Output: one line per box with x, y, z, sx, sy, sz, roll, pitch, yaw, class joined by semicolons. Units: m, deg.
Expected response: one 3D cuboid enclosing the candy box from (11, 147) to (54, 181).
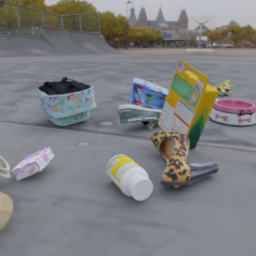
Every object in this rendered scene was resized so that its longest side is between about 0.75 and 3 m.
-2.299;0.865;6.833;0.706;0.301;0.841;-23;14;13;candy box

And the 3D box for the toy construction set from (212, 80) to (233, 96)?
5.194;-2.237;15.952;1.654;0.762;1.085;-10;43;-6;toy construction set

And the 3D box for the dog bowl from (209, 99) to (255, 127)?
4.216;-0.657;11.208;1.845;0.680;1.845;0;20;0;dog bowl

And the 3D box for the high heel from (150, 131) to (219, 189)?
0.869;0.666;6.987;1.640;0.822;2.301;-9;27;-35;high heel

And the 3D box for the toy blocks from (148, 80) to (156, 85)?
0.953;-2.380;16.644;1.082;0.791;1.583;-3;17;31;toy blocks

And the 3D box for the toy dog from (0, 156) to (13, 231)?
-3.280;1.056;5.037;1.418;1.942;2.944;-44;26;-9;toy dog

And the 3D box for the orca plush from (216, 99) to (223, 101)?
4.359;-0.964;12.889;0.722;0.488;1.372;-54;32;-10;orca plush

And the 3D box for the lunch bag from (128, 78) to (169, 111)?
1.547;-1.230;12.371;2.945;1.385;2.217;9;15;-3;lunch bag

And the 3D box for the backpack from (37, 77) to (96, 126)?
-2.303;-1.025;10.751;1.963;1.665;2.211;-17;18;-29;backpack

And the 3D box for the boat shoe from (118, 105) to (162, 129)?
0.639;-0.317;10.276;2.288;0.707;0.833;10;-13;-34;boat shoe

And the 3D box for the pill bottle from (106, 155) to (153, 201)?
0.033;1.076;6.062;0.653;0.653;1.173;-8;20;-24;pill bottle

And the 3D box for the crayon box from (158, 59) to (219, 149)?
1.751;-0.686;8.272;0.588;2.279;1.433;-3;34;-28;crayon box
